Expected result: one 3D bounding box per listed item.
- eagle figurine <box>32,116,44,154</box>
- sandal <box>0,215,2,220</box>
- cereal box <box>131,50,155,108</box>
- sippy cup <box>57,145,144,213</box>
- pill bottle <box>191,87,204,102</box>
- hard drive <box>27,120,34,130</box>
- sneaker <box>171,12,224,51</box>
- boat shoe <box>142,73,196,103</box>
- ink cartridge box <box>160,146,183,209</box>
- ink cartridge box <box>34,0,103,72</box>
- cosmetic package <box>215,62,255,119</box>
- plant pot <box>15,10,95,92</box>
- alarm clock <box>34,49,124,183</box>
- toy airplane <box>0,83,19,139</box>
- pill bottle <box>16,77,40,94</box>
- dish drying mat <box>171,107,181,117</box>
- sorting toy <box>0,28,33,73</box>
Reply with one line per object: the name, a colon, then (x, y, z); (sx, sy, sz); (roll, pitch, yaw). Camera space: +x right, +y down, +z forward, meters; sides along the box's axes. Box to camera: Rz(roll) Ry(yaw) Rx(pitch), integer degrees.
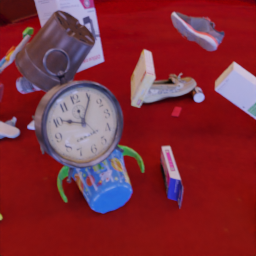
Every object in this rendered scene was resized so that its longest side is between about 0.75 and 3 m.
eagle figurine: (-2.207, -0.331, 10.094); (2.328, 1.767, 1.757); (-25, 74, -33)
sandal: (-4.241, 2.231, 7.554); (1.645, 0.654, 0.716); (17, 42, 26)
cereal box: (0.465, -1.705, 9.594); (0.352, 1.282, 1.781); (16, 39, -14)
sippy cup: (-0.728, 1.419, 7.974); (2.218, 1.742, 1.625); (-42, 49, 12)
pill bottle: (3.284, -1.644, 13.389); (0.486, 0.486, 0.916); (-1, 34, -1)
hard drive: (-3.534, -0.275, 11.656); (0.764, 0.147, 1.158); (8, 35, 12)
sneaker: (2.817, -4.055, 11.313); (2.374, 0.915, 0.972); (41, 86, 16)
boat shoe: (1.833, -1.967, 13.160); (2.995, 0.939, 1.098); (-18, 24, -17)
ink cartridge box: (1.276, 1.446, 8.465); (0.341, 0.869, 1.836); (-4, 34, -5)
ink cartridge box: (-2.262, -3.832, 11.385); (1.217, 2.920, 2.121); (7, 29, 33)
cosmetic package: (4.089, -1.298, 9.803); (1.866, 1.004, 0.791); (32, 38, -4)
plant pot: (-2.370, -2.626, 9.597); (2.151, 2.129, 2.151); (34, 31, -24)
alarm clock: (-1.265, -0.382, 6.645); (2.016, 2.989, 0.995); (-27, 24, -26)
toy airplane: (-5.678, -0.356, 10.706); (2.519, 1.785, 2.530); (-23, 75, -14)
pill bottle: (-3.837, -1.803, 11.260); (1.168, 0.665, 0.665); (-8, 30, 24)
dish drying mat: (2.128, -0.698, 12.359); (0.305, 0.072, 0.795); (11, 37, 17)
sorting toy: (-4.336, -3.012, 10.744); (1.540, 0.307, 2.083); (-20, 40, 43)
